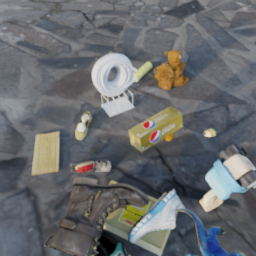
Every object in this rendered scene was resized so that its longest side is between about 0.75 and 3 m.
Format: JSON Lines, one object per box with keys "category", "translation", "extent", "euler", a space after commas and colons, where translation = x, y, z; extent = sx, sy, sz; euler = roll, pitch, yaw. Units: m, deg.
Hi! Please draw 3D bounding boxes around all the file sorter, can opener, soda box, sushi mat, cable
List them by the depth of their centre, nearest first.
{"category": "soda box", "translation": [1.060, 0.017, 10.407], "extent": [2.080, 0.704, 0.666], "euler": [-30, 41, -24]}
{"category": "can opener", "translation": [-1.418, 1.466, 10.816], "extent": [1.546, 0.412, 0.517], "euler": [-1, 13, -1]}
{"category": "sushi mat", "translation": [-3.310, 0.996, 11.359], "extent": [1.023, 0.129, 2.139], "euler": [-6, 46, -6]}
{"category": "cable", "translation": [-0.653, -2.304, 12.136], "extent": [1.891, 1.892, 0.655], "euler": [-46, 44, -2]}
{"category": "file sorter", "translation": [-0.501, -1.270, 13.112], "extent": [1.298, 0.808, 0.901], "euler": [-22, 50, -21]}

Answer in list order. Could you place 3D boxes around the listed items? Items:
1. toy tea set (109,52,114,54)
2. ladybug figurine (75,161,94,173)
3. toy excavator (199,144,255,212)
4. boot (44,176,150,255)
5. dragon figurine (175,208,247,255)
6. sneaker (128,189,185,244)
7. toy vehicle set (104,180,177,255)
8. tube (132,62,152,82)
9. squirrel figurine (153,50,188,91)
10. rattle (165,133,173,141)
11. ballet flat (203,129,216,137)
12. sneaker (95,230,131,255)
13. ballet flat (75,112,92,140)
{"category": "toy tea set", "translation": [-0.648, -4.028, 16.044], "extent": [1.259, 0.466, 0.749], "euler": [25, 51, 22]}
{"category": "ladybug figurine", "translation": [-1.466, 1.352, 9.580], "extent": [0.784, 0.532, 0.282], "euler": [-8, 70, -49]}
{"category": "toy excavator", "translation": [2.882, 1.751, 8.570], "extent": [2.351, 2.286, 1.174], "euler": [-42, 58, 21]}
{"category": "boot", "translation": [-0.796, 2.680, 7.980], "extent": [2.599, 0.900, 2.262], "euler": [11, 57, 2]}
{"category": "dragon figurine", "translation": [1.973, 3.165, 6.824], "extent": [1.383, 0.819, 2.782], "euler": [-19, 60, -42]}
{"category": "sneaker", "translation": [0.942, 2.894, 8.643], "extent": [2.148, 0.805, 0.931], "euler": [-38, 83, -20]}
{"category": "toy vehicle set", "translation": [0.196, 2.903, 9.340], "extent": [2.567, 0.340, 1.595], "euler": [20, 49, 18]}
{"category": "tube", "translation": [0.699, -3.001, 15.122], "extent": [1.584, 0.411, 0.460], "euler": [-44, 21, -29]}
{"category": "squirrel figurine", "translation": [2.149, -2.923, 14.041], "extent": [1.344, 1.773, 1.900], "euler": [31, 53, 27]}
{"category": "rattle", "translation": [1.792, -0.052, 11.285], "extent": [0.687, 1.055, 0.754], "euler": [39, 59, -6]}
{"category": "ballet flat", "translation": [2.794, 0.197, 9.668], "extent": [0.308, 0.870, 0.308], "euler": [0, 90, 2]}
{"category": "sneaker", "translation": [-0.207, 3.961, 7.744], "extent": [1.018, 1.139, 2.851], "euler": [-35, 55, -29]}
{"category": "ballet flat", "translation": [-1.961, -0.141, 12.224], "extent": [0.529, 0.529, 1.497], "euler": [9, 46, 8]}
